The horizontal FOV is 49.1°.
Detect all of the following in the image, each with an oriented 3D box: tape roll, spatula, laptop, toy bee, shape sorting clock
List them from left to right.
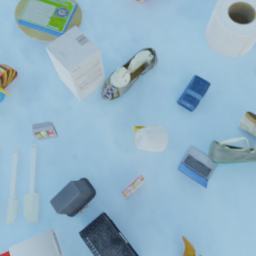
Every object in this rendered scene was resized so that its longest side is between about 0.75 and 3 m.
[{"bbox_3d":[-5.174,-1.385,10.305,1.755,1.457,2.681,9,71,2],"label":"toy bee"},{"bbox_3d":[-4.076,1.942,9.800,1.934,0.223,2.782,-5,71,-1],"label":"spatula"},{"bbox_3d":[-3.363,-4.779,11.924,2.796,0.548,2.796,2,71,-6],"label":"shape sorting clock"},{"bbox_3d":[2.448,1.334,9.749,1.138,0.704,1.215,34,74,10],"label":"laptop"},{"bbox_3d":[4.298,-4.102,11.234,2.087,1.433,2.087,0,70,0],"label":"tape roll"}]

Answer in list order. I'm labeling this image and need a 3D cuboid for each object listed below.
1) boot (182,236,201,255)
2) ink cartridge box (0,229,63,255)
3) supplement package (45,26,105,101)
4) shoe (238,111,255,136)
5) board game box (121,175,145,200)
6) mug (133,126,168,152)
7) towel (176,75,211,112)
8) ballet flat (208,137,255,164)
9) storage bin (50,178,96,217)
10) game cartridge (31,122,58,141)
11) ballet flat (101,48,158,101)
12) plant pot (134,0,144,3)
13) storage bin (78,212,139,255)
[{"bbox_3d":[1.828,4.039,8.851,0.752,0.370,1.051,-39,84,0],"label":"boot"},{"bbox_3d":[-3.023,5.009,8.465,2.576,0.654,2.924,-23,75,-8],"label":"ink cartridge box"},{"bbox_3d":[-1.804,-2.244,10.171,1.329,2.220,1.346,-41,76,-13],"label":"supplement package"},{"bbox_3d":[5.200,0.277,10.198,2.432,0.850,0.649,33,118,9],"label":"shoe"},{"bbox_3d":[0.176,2.023,9.520,0.906,0.686,0.210,-41,76,-14],"label":"board game box"},{"bbox_3d":[0.655,0.382,9.820,0.960,1.169,0.936,0,90,-36],"label":"mug"},{"bbox_3d":[2.516,-1.323,10.714,0.760,0.330,1.360,32,84,17],"label":"towel"},{"bbox_3d":[4.290,0.815,9.706,2.924,0.985,0.931,2,100,2],"label":"ballet flat"},{"bbox_3d":[-1.820,2.308,9.088,1.315,0.883,0.957,-44,67,7],"label":"storage bin"},{"bbox_3d":[-2.876,0.139,9.604,0.756,1.136,0.232,-7,67,-6],"label":"game cartridge"},{"bbox_3d":[0.022,-2.199,10.832,2.837,1.020,1.020,-42,76,-13],"label":"ballet flat"},{"bbox_3d":[0.593,-6.300,12.082,1.484,1.484,1.313,32,85,10],"label":"plant pot"},{"bbox_3d":[-0.460,3.710,8.562,0.966,1.392,2.059,-37,75,-11],"label":"storage bin"}]
